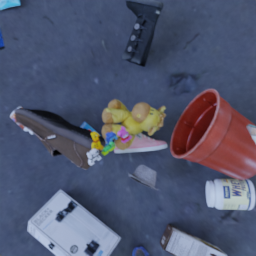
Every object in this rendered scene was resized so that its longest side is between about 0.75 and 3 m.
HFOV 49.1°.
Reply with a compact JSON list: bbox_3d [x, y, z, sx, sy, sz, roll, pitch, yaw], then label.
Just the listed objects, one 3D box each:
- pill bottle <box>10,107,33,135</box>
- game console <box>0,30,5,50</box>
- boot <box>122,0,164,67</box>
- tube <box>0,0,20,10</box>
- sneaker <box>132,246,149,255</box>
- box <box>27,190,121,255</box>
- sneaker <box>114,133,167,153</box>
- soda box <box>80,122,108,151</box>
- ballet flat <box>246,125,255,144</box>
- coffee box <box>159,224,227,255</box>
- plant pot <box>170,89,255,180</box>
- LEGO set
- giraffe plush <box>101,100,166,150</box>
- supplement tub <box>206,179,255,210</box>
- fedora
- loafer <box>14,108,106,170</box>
[{"bbox_3d":[-3.137,-0.204,8.574,0.848,0.475,0.475,44,83,-5],"label":"pill bottle"},{"bbox_3d":[-3.652,-1.995,6.870,0.630,0.909,1.064,14,38,14],"label":"game console"},{"bbox_3d":[0.225,-2.953,8.613,0.608,1.527,1.852,2,112,-37],"label":"boot"},{"bbox_3d":[-4.202,-5.110,9.625,0.820,0.534,2.117,-10,85,12],"label":"tube"},{"bbox_3d":[0.423,4.083,7.973,0.512,0.533,1.359,-10,80,-3],"label":"sneaker"},{"bbox_3d":[-1.501,2.942,7.739,2.241,0.674,1.307,36,48,11],"label":"box"},{"bbox_3d":[0.362,0.312,8.575,1.640,0.617,0.857,-4,85,3],"label":"sneaker"},{"bbox_3d":[-1.072,0.266,8.730,1.003,0.340,0.322,41,83,7],"label":"soda box"},{"bbox_3d":[2.874,0.249,5.882,0.977,0.333,0.329,23,90,-8],"label":"ballet flat"},{"bbox_3d":[1.783,3.407,7.896,1.624,0.918,0.648,25,81,5],"label":"coffee box"},{"bbox_3d":[2.428,0.301,7.253,1.899,1.953,1.953,28,81,-13],"label":"plant pot"},{"bbox_3d":[-0.534,0.266,6.122,1.149,0.438,0.472,-34,123,-27],"label":"LEGO set"},{"bbox_3d":[0.258,-0.152,7.124,1.545,1.253,1.333,19,64,-39],"label":"giraffe plush"},{"bbox_3d":[2.798,1.837,7.753,1.156,0.838,0.838,-1,80,5],"label":"supplement tub"},{"bbox_3d":[0.454,1.245,7.254,0.855,0.966,0.436,27,78,-2],"label":"fedora"},{"bbox_3d":[-1.992,0.259,7.397,2.890,1.055,1.026,24,99,26],"label":"loafer"}]
